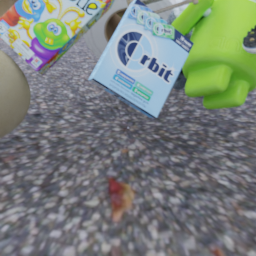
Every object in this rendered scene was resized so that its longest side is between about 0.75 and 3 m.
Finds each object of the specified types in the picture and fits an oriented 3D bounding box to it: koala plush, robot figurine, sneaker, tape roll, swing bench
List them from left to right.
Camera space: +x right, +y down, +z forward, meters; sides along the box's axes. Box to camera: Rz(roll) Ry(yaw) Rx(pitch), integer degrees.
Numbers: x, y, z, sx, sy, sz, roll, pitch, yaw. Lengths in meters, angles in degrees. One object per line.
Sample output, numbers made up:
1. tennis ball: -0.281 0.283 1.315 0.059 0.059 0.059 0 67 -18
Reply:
1. tape roll: 0.103 -3.672 9.114 2.996 2.996 2.057 1 50 2
2. swing bench: 0.426 -2.255 4.069 1.054 1.060 0.688 -8 35 29
3. koala plush: 0.975 -1.963 6.679 1.690 1.631 1.839 47 23 12
4. robot figurine: 2.003 -1.685 5.603 2.277 2.595 1.501 26 -16 -28
5. sneaker: 2.561 -1.475 4.529 1.731 0.627 0.622 -24 41 -19

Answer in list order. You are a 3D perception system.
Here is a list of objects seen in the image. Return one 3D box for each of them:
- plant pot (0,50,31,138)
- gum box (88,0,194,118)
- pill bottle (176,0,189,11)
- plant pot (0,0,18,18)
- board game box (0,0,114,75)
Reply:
1. plant pot: -2.946 -0.865 5.226 2.024 1.359 2.024 4 69 -12
2. gum box: 0.201 -0.895 3.753 1.016 1.196 0.266 30 -7 -21
3. pill bottle: 2.389 -3.913 10.490 1.671 2.955 1.671 5 46 -5
4. plant pot: -2.894 -3.651 8.611 1.930 1.930 1.296 16 22 29
5. board game box: -1.468 -2.327 5.875 2.261 1.165 1.186 -46 13 -2
